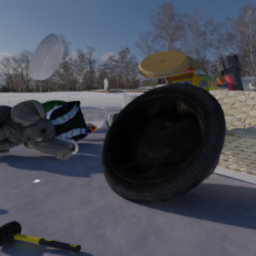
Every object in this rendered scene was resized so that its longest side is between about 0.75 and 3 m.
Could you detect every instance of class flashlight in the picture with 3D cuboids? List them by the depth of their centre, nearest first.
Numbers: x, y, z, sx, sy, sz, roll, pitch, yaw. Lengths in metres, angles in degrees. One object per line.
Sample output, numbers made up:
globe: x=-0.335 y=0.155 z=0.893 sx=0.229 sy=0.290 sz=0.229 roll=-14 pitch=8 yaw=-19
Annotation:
flashlight: x=4.203 y=-1.442 z=11.327 sx=0.973 sy=2.873 sz=0.976 roll=-8 pitch=-13 yaw=-11

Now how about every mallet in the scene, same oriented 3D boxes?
mallet: x=-1.081 y=1.348 z=3.410 sx=1.095 sy=0.225 sz=0.361 roll=6 pitch=3 yaw=6

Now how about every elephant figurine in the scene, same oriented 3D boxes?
elephant figurine: x=-2.965 y=0.071 z=8.455 sx=2.455 sy=1.905 sz=1.737 roll=-4 pitch=-2 yaw=-9

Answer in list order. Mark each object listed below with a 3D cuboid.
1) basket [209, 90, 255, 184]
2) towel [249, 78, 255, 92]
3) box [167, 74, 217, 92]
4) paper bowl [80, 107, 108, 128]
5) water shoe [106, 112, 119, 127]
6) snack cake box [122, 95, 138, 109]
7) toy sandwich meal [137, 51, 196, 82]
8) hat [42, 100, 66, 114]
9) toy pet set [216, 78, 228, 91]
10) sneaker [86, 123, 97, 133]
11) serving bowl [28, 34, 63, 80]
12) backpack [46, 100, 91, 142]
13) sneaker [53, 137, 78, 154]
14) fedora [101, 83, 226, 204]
basket: x=2.508 y=0.114 z=5.973 sx=2.234 sy=1.378 sz=1.514 roll=12 pitch=51 yaw=48
towel: x=4.294 y=-0.119 z=6.661 sx=2.825 sy=2.340 sz=1.209 roll=4 pitch=21 yaw=40
box: x=2.993 y=-0.984 z=12.798 sx=1.697 sy=2.679 sz=2.781 roll=2 pitch=6 yaw=25
paper bowl: x=-2.292 y=-0.587 z=16.020 sx=2.269 sy=1.180 sz=2.269 roll=1 pitch=6 yaw=0
water shoe: x=-0.637 y=-0.167 z=13.178 sx=1.020 sy=0.924 sz=2.584 roll=2 pitch=-7 yaw=18
snack cake box: x=0.936 y=-0.576 z=12.864 sx=0.998 sy=1.708 sz=2.971 roll=7 pitch=7 yaw=35
toy sandwich meal: x=1.389 y=-2.168 z=10.313 sx=2.132 sy=0.730 sz=2.132 roll=-10 pitch=37 yaw=7
hat: x=-4.007 y=-0.055 z=15.706 sx=2.226 sy=2.366 sz=2.688 roll=-10 pitch=-25 yaw=-19
toy pet set: x=3.933 y=-1.851 z=14.157 sx=0.861 sy=1.621 sz=1.514 roll=-15 pitch=50 yaw=-37
sneaker: x=-1.778 y=0.101 z=11.936 sx=0.456 sy=0.463 sz=1.182 roll=11 pitch=28 yaw=25
serving bowl: x=-3.428 y=-2.963 z=12.213 sx=0.707 sy=2.148 sz=2.148 roll=29 pitch=6 yaw=-2
backpack: x=-2.383 y=-0.063 z=10.198 sx=1.149 sy=1.559 sz=1.707 roll=-10 pitch=15 yaw=33
sneaker: x=-2.301 y=0.572 z=8.777 sx=1.441 sy=0.533 sz=0.571 roll=3 pitch=12 yaw=22
fedora: x=0.752 y=0.416 z=5.459 sx=2.684 sy=2.684 sz=1.226 roll=7 pitch=-24 yaw=47
